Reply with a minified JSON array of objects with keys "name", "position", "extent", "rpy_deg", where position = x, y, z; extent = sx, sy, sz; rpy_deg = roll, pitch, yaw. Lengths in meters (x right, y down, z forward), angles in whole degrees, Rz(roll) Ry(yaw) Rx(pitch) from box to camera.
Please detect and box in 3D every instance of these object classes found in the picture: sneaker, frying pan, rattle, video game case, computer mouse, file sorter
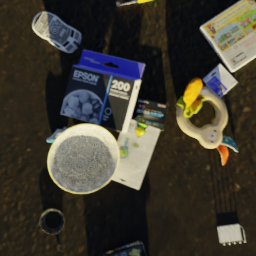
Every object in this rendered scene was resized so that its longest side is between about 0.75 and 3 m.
[{"name":"sneaker","position":[-2.622,0.280,10.389],"extent":[0.866,0.331,0.350],"rpy_deg":[-24,74,-7]},{"name":"frying pan","position":[-2.530,3.572,10.072],"extent":[0.893,0.240,1.477],"rpy_deg":[-42,87,-3]},{"name":"rattle","position":[2.984,-0.173,9.614],"extent":[1.899,2.083,2.916],"rpy_deg":[-20,78,-19]},{"name":"video game case","position":[4.328,-3.632,10.800],"extent":[2.358,0.270,2.146],"rpy_deg":[-33,85,-2]},{"name":"computer mouse","position":[-2.310,-3.403,10.639],"extent":[2.733,0.599,1.498],"rpy_deg":[33,90,-3]},{"name":"file sorter","position":[3.664,3.797,9.917],"extent":[0.797,0.496,0.553],"rpy_deg":[-7,85,-1]}]

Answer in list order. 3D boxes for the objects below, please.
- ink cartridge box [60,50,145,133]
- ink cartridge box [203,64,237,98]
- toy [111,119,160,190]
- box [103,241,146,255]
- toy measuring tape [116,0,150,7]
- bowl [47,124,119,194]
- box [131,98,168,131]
[{"name":"ink cartridge box","position":[-0.938,-1.365,9.962],"extent":[2.521,0.552,2.544],"rpy_deg":[16,94,16]},{"name":"ink cartridge box","position":[3.455,-1.762,10.624],"extent":[0.961,0.211,0.970],"rpy_deg":[-41,88,-4]},{"name":"toy","position":[0.171,0.908,10.163],"extent":[1.306,0.535,2.268],"rpy_deg":[20,94,7]},{"name":"box","position":[-0.029,4.792,9.890],"extent":[1.446,0.333,1.149],"rpy_deg":[-18,84,-2]},{"name":"toy measuring tape","position":[0.402,-5.164,10.750],"extent":[1.826,0.672,0.672],"rpy_deg":[-12,84,-1]},{"name":"bowl","position":[-1.590,0.946,9.676],"extent":[2.386,1.120,2.386],"rpy_deg":[-4,102,-19]},{"name":"box","position":[0.796,-0.489,10.456],"extent":[1.247,0.287,0.991],"rpy_deg":[13,84,1]}]
